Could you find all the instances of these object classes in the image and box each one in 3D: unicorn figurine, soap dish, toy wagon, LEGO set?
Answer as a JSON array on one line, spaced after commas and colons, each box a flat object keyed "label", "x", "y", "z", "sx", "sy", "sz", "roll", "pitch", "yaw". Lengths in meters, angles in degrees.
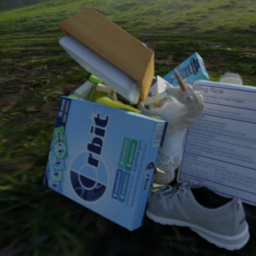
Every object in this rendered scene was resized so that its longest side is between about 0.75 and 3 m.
[{"label": "unicorn figurine", "x": 0.885, "y": -0.032, "z": 6.538, "sx": 1.094, "sy": 2.962, "sz": 2.035, "roll": -16, "pitch": 23, "yaw": -27}, {"label": "soap dish", "x": -0.315, "y": -1.547, "z": 6.548, "sx": 2.005, "sy": 1.035, "sz": 2.548, "roll": 36, "pitch": 1, "yaw": 5}, {"label": "toy wagon", "x": -1.201, "y": -0.664, "z": 8.532, "sx": 0.467, "sy": 1.832, "sz": 2.361, "roll": 28, "pitch": 14, "yaw": 31}, {"label": "LEGO set", "x": 0.344, "y": -0.402, "z": 8.868, "sx": 0.975, "sy": 1.294, "sz": 1.683, "roll": -17, "pitch": 73, "yaw": -30}]

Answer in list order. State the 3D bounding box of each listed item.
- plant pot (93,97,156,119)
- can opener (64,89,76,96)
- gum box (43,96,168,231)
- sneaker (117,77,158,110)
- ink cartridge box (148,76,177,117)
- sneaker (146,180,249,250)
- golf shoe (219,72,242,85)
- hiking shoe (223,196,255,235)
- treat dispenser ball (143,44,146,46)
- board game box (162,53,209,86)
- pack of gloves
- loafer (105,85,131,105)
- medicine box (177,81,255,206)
[{"label": "plant pot", "x": -0.277, "y": 0.131, "z": 7.929, "sx": 1.889, "sy": 1.962, "sz": 1.962, "roll": 35, "pitch": 37, "yaw": 18}, {"label": "can opener", "x": -3.126, "y": -1.885, "z": 15.297, "sx": 1.302, "sy": 0.512, "sz": 0.413, "roll": 18, "pitch": 69, "yaw": 40}, {"label": "gum box", "x": -0.678, "y": 0.680, "z": 6.701, "sx": 2.835, "sy": 2.409, "sz": 0.632, "roll": 17, "pitch": 8, "yaw": 33}, {"label": "sneaker", "x": 0.073, "y": -0.980, "z": 10.978, "sx": 2.857, "sy": 1.209, "sz": 1.064, "roll": -30, "pitch": -14, "yaw": -7}, {"label": "ink cartridge box", "x": 1.222, "y": -0.925, "z": 9.800, "sx": 0.997, "sy": 0.573, "sz": 1.702, "roll": 29, "pitch": 41, "yaw": -25}, {"label": "sneaker", "x": 1.315, "y": 1.592, "z": 6.358, "sx": 2.804, "sy": 1.149, "sz": 1.048, "roll": 10, "pitch": 25, "yaw": 37}, {"label": "golf shoe", "x": 3.597, "y": -0.964, "z": 10.126, "sx": 0.842, "sy": 2.150, "sz": 1.045, "roll": 9, "pitch": 52, "yaw": 16}, {"label": "hiking shoe", "x": 2.702, "y": 1.989, "z": 6.512, "sx": 1.511, "sy": 0.572, "sz": 0.760, "roll": 25, "pitch": 20, "yaw": 34}, {"label": "treat dispenser ball", "x": 0.276, "y": -2.496, "z": 10.157, "sx": 1.189, "sy": 1.189, "sz": 1.189, "roll": 0, "pitch": 24, "yaw": 0}, {"label": "board game box", "x": 2.100, "y": -1.841, "z": 10.869, "sx": 1.888, "sy": 0.443, "sz": 1.425, "roll": -34, "pitch": 36, "yaw": 29}, {"label": "pack of gloves", "x": 1.072, "y": -0.953, "z": 7.164, "sx": 1.327, "sy": 0.262, "sz": 1.115, "roll": -23, "pitch": -9, "yaw": 24}, {"label": "loafer", "x": -0.395, "y": -1.222, "z": 9.754, "sx": 1.205, "sy": 0.428, "sz": 0.440, "roll": 27, "pitch": -12, "yaw": 4}, {"label": "medicine box", "x": 2.656, "y": 0.298, "z": 6.701, "sx": 2.351, "sy": 2.581, "sz": 1.329, "roll": 13, "pitch": 12, "yaw": 28}]
